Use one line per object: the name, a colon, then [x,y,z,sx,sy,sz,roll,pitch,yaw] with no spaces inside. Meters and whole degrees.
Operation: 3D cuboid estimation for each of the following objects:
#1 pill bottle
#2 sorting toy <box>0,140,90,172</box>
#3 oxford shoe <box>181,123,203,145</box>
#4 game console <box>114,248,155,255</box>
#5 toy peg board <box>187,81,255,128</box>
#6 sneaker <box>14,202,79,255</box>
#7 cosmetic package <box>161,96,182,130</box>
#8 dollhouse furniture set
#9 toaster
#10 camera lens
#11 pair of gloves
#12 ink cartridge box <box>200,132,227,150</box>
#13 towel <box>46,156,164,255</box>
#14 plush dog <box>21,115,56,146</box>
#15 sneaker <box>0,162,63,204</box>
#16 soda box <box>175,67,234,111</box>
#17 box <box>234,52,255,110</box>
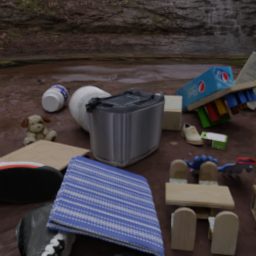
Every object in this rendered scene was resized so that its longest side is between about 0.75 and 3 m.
pill bottle: [-3.585,-1.403,13.650,1.043,1.043,1.742,0,21,-1]
sorting toy: [-2.439,0.895,8.145,1.949,0.384,2.106,10,17,26]
oxford shoe: [2.220,0.219,9.805,0.465,0.485,1.315,-6,20,-16]
game console: [0.275,2.332,4.325,1.046,0.609,0.920,6,50,17]
toy peg board: [3.907,-0.860,10.962,2.157,1.055,2.148,-15,-7,-36]
sneaker: [-1.442,1.914,4.599,1.062,0.780,2.347,-2,15,4]
cosmetic package: [0.916,-0.614,10.863,2.276,1.178,0.832,2,53,11]
dollhouse furniture set: [1.874,1.181,5.506,2.237,1.486,1.961,2,19,7]
toaster: [-0.078,-0.053,8.466,1.640,1.864,2.885,13,22,35]
camera lens: [-1.259,-0.662,10.496,1.565,1.565,1.957,-9,21,-24]
pair of gloves: [2.238,0.936,6.975,1.727,0.197,1.388,3,-21,6]
ink cartridge box: [2.869,0.427,9.429,0.815,0.309,0.602,10,21,20]
towel: [-0.405,1.424,5.687,1.994,0.328,2.754,18,14,-7]
plush dog: [-3.133,0.042,9.563,1.137,0.976,0.912,-15,24,-36]
sneaker: [-3.058,1.053,6.625,2.968,0.991,1.591,-7,23,-11]
soda box: [3.265,-1.634,12.299,0.943,0.996,2.938,-6,-11,-21]
box: [6.040,-2.261,13.489,1.482,2.318,1.263,33,22,13]
